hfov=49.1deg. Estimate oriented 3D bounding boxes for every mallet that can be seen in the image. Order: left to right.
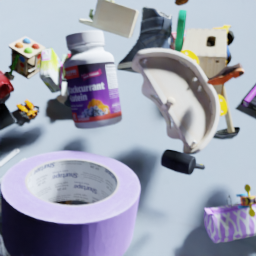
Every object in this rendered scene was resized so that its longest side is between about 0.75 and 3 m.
[{"bbox_3d":[1.398,0.862,6.817,0.719,2.184,0.449,16,88,24],"label":"mallet"}]

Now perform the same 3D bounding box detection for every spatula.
[{"bbox_3d":[-4.087,1.763,9.007,1.638,0.189,2.356,27,53,28],"label":"spatula"}]

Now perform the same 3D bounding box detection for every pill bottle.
[{"bbox_3d":[-0.983,-1.272,7.565,1.358,2.438,1.358,-8,9,1],"label":"pill bottle"}]

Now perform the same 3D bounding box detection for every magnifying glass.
[{"bbox_3d":[1.519,-2.368,8.461,0.273,2.441,0.972,7,56,12],"label":"magnifying glass"}]

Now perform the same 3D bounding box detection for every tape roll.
[{"bbox_3d":[-1.074,1.439,5.392,2.511,1.067,2.511,8,19,-3],"label":"tape roll"}]

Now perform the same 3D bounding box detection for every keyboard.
[{"bbox_3d":[-5.372,-0.258,10.363,1.993,0.256,1.197,-32,95,-25],"label":"keyboard"}]

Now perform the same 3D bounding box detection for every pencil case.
[{"bbox_3d":[3.296,2.479,7.793,2.348,1.004,0.986,-12,28,-9],"label":"pencil case"}]

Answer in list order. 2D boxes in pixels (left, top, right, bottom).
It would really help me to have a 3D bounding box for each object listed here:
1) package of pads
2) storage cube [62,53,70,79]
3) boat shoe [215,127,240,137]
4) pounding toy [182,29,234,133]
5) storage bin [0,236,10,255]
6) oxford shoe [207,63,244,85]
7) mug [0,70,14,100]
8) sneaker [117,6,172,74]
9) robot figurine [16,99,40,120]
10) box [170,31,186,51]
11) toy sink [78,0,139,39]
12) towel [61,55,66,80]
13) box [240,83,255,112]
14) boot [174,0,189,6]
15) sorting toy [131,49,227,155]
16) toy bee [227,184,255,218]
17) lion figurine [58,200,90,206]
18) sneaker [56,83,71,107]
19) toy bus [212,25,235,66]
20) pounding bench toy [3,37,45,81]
[{"bbox_3d":[-2.643,-1.992,9.659,0.439,0.996,1.289,-9,63,8],"label":"package of pads"},{"bbox_3d":[-1.900,-2.120,9.918,0.690,0.768,0.656,7,59,-31],"label":"storage cube"},{"bbox_3d":[3.665,0.112,10.319,0.940,0.266,0.322,-7,50,-6],"label":"boat shoe"},{"bbox_3d":[2.394,-1.431,8.272,1.653,2.140,2.325,6,42,14],"label":"pounding toy"},{"bbox_3d":[-4.053,3.706,6.720,2.336,1.095,1.579,-21,52,-18],"label":"storage bin"},{"bbox_3d":[2.033,-1.125,5.917,0.772,0.275,0.281,-18,61,27],"label":"oxford shoe"},{"bbox_3d":[-5.550,-1.408,10.837,1.880,1.669,1.255,-47,108,-28],"label":"mug"},{"bbox_3d":[0.492,-2.713,8.875,0.964,1.832,2.536,2,0,-32],"label":"sneaker"},{"bbox_3d":[-3.920,-0.707,10.997,0.754,0.303,1.040,-34,57,-25],"label":"robot figurine"},{"bbox_3d":[2.886,-4.269,13.763,1.508,0.714,0.774,-7,50,-6],"label":"box"},{"bbox_3d":[-0.514,-3.138,7.842,1.471,0.824,0.959,18,20,0],"label":"toy sink"},{"bbox_3d":[-1.958,-2.819,12.822,2.326,0.272,1.774,-1,50,-1],"label":"towel"},{"bbox_3d":[5.678,-0.994,11.227,1.865,0.337,1.333,32,57,26],"label":"box"},{"bbox_3d":[2.193,-5.026,10.104,1.214,0.942,0.465,-28,76,4],"label":"boot"},{"bbox_3d":[1.074,-0.617,7.120,1.338,2.255,2.505,-30,87,-17],"label":"sorting toy"},{"bbox_3d":[2.434,1.502,5.625,0.514,0.619,0.945,-15,3,39],"label":"toy bee"},{"bbox_3d":[-1.556,2.463,8.170,1.393,0.505,0.853,14,54,9],"label":"lion figurine"},{"bbox_3d":[-1.998,-1.800,11.490,1.685,0.927,2.301,15,57,6],"label":"sneaker"},{"bbox_3d":[3.149,-3.207,11.897,2.227,2.320,1.574,24,58,27],"label":"toy bus"},{"bbox_3d":[-3.703,-2.376,9.748,0.872,1.095,1.403,30,46,5],"label":"pounding bench toy"}]
